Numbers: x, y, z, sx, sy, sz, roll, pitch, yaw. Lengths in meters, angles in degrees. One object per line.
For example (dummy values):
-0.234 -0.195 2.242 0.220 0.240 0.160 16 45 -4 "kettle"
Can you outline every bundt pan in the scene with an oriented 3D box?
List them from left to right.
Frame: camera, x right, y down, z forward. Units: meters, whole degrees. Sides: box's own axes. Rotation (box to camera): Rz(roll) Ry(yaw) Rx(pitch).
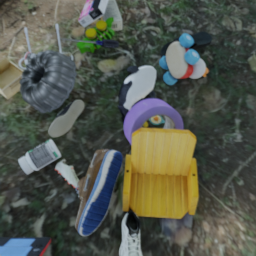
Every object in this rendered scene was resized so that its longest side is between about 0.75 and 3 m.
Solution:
-2.988 -1.746 9.933 2.337 0.877 2.337 -13 66 31 "bundt pan"

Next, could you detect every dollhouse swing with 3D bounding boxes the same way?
0.970 1.340 8.102 2.163 1.901 1.965 4 56 2 "dollhouse swing"

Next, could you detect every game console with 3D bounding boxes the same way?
-2.978 3.200 7.380 1.579 1.396 0.245 1 95 0 "game console"

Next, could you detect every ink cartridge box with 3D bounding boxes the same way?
-1.366 -5.365 12.079 1.129 0.442 2.384 -19 42 31 "ink cartridge box"

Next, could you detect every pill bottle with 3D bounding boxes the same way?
-3.695 -2.720 11.221 0.791 0.450 0.450 18 60 3 "pill bottle"
-2.849 0.949 9.038 1.196 0.676 0.676 -31 63 -11 "pill bottle"

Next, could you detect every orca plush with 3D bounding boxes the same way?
0.162 -1.236 10.422 1.481 1.001 2.816 33 54 -26 "orca plush"

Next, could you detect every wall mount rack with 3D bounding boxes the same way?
-3.436 -3.195 11.449 2.230 0.832 1.938 -8 63 -6 "wall mount rack"

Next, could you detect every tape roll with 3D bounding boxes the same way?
0.796 0.015 8.925 1.774 1.774 0.754 -18 27 -10 "tape roll"

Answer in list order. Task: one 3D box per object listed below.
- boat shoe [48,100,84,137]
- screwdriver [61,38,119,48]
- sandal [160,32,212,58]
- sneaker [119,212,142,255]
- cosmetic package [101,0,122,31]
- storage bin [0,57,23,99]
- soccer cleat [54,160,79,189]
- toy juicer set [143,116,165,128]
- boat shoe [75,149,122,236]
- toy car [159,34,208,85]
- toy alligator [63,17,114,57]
-2.262 -0.337 10.053 0.531 0.615 1.694 8 54 53 "boat shoe"
-1.477 -3.394 11.115 2.445 0.356 0.341 -5 95 -27 "screwdriver"
2.439 -3.621 11.873 2.548 0.610 0.958 -28 63 -16 "sandal"
0.058 3.120 7.560 0.654 0.998 1.734 -3 59 -2 "sneaker"
-0.843 -5.183 12.836 0.858 0.580 1.631 -11 59 -6 "cosmetic package"
-4.708 -1.973 10.882 1.294 0.606 1.284 34 65 19 "storage bin"
-1.837 1.473 8.890 1.194 0.414 0.463 38 81 24 "soccer cleat"
0.897 -0.220 9.967 0.716 0.306 1.126 -35 66 -23 "toy juicer set"
-1.011 1.867 8.423 0.938 0.936 2.591 11 68 34 "boat shoe"
2.402 -2.509 10.930 1.712 1.578 1.514 7 59 -31 "toy car"
-1.471 -3.543 11.693 0.782 0.855 2.882 43 77 14 "toy alligator"
